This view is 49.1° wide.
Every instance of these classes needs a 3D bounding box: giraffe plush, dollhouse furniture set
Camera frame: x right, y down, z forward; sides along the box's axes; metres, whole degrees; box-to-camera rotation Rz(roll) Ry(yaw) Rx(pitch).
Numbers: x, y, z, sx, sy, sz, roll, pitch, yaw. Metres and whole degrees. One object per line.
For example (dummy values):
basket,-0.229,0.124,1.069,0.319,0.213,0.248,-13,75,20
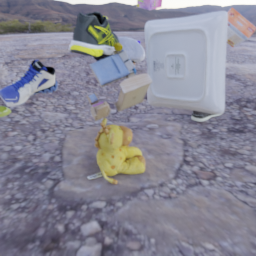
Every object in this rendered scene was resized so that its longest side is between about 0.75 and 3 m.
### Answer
giraffe plush,-0.411,0.537,8.209,1.624,1.527,1.883,22,33,40
dollhouse furniture set,-0.529,-1.577,8.172,1.858,1.285,1.969,-24,75,-17

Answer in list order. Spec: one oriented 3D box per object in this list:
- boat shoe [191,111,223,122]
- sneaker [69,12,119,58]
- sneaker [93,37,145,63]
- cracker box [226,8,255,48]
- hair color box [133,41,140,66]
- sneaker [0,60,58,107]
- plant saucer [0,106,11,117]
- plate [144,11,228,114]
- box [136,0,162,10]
boat shoe,3.625,-0.884,12.406,2.200,0.662,0.784,-22,32,-39
sneaker,-0.855,-2.999,8.895,1.091,1.240,2.930,17,24,7
sneaker,-0.376,-2.873,11.345,2.642,1.503,0.997,18,73,26
cracker box,3.289,-3.111,8.824,0.964,0.415,1.439,40,7,-2
hair color box,0.092,-3.972,15.049,0.829,1.517,0.492,5,57,-10
sneaker,-3.520,-1.746,10.040,0.911,1.303,2.256,43,49,20
plant saucer,-5.982,-0.741,12.675,1.244,0.193,1.244,0,25,0
plate,1.541,-1.879,8.473,2.816,2.810,0.455,12,23,42
box,0.923,-5.408,12.065,0.749,0.412,0.852,30,45,33
